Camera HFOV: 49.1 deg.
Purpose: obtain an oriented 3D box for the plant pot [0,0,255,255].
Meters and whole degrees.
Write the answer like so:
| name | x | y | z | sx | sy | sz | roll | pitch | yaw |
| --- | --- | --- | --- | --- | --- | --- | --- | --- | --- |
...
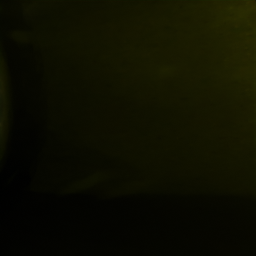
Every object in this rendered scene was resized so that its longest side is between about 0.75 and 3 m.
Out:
| name | x | y | z | sx | sy | sz | roll | pitch | yaw |
| --- | --- | --- | --- | --- | --- | --- | --- | --- | --- |
| plant pot | 0.148 | -0.628 | 0.946 | 2.856 | 2.967 | 2.967 | -11 | 2 | 13 |
